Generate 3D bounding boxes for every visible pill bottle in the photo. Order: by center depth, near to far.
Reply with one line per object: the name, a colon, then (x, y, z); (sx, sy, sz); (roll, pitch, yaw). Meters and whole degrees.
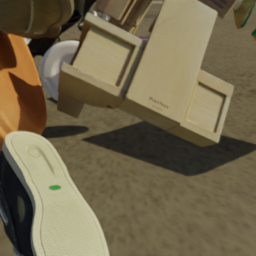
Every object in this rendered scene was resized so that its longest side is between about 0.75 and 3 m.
pill bottle: (-1.355, -1.522, 7.092); (1.384, 1.384, 2.492); (-4, 19, -7)

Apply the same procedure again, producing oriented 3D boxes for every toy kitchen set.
toy kitchen set: (0.223, -0.771, 4.031); (1.957, 1.597, 1.766); (24, -16, -10)
toy kitchen set: (0.743, -2.501, 6.335); (2.288, 2.536, 2.069); (37, 25, 3)

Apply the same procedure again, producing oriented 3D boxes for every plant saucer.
plant saucer: (-1.570, -0.774, 3.579); (0.425, 2.270, 2.270); (-17, 32, -4)

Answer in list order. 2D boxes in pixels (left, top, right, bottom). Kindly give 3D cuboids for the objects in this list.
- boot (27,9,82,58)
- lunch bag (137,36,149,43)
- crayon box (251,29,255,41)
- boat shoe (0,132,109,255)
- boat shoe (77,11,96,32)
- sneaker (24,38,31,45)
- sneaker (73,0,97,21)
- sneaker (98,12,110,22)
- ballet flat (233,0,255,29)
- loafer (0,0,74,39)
boot: (-1.846, -2.465, 7.232); (1.693, 0.673, 1.944); (-25, 14, 27)
lunch bag: (0.493, -1.422, 5.429); (1.526, 0.625, 1.344); (-7, 36, -15)
crayon box: (4.345, -1.686, 6.956); (1.445, 0.709, 2.433); (6, 42, -52)
boat shoe: (-0.713, 0.840, 2.407); (0.659, 0.621, 1.836); (13, 31, -47)
boat shoe: (-1.361, -3.566, 9.226); (0.366, 0.329, 1.034); (-10, 47, 40)
sneaker: (-2.795, -2.210, 6.114); (1.001, 1.109, 2.707); (2, 64, 35)
sneaker: (-0.885, -3.474, 7.147); (1.193, 0.840, 2.245); (-28, 12, -10)
sneaker: (-0.760, -4.180, 10.669); (0.976, 2.551, 1.030); (33, 1, 37)
ballet flat: (2.986, -3.572, 6.923); (0.743, 2.102, 0.743); (14, 31, -9)
loafer: (-0.992, -1.245, 2.669); (0.686, 0.773, 2.033); (-21, 5, -14)
